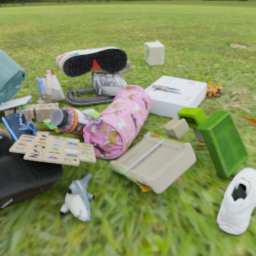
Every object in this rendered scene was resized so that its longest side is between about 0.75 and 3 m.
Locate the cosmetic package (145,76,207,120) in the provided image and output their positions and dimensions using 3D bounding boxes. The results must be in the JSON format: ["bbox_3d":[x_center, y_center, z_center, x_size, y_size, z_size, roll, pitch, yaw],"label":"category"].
[{"bbox_3d":[1.612,-1.127,9.954,1.760,0.603,2.335,17,33,23],"label":"cosmetic package"}]

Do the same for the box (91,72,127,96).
[{"bbox_3d":[-0.737,-1.702,10.769,1.191,0.363,1.504,-1,32,-18],"label":"box"}]

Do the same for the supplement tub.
[{"bbox_3d":[-1.477,-0.153,7.532,0.683,0.683,1.276,22,2,34],"label":"supplement tub"}]

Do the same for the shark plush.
[{"bbox_3d":[-0.962,1.405,5.747,0.570,0.622,1.368,21,9,-5],"label":"shark plush"}]

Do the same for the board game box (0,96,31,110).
[{"bbox_3d":[-3.871,-0.684,9.049,1.359,0.176,1.359,-16,18,-7],"label":"board game box"}]

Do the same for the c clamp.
[{"bbox_3d":[-1.358,-1.314,10.654,2.251,0.305,1.923,-13,36,-29],"label":"c clamp"}]

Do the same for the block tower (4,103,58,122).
[{"bbox_3d":[-2.969,-0.461,8.872,1.656,0.479,0.447,-3,29,-8],"label":"block tower"}]

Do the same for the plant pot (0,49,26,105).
[{"bbox_3d":[-4.364,-1.772,8.652,1.854,1.893,1.893,37,33,-4],"label":"plant pot"}]

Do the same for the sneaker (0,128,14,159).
[{"bbox_3d":[-4.325,0.475,6.553,2.957,1.045,1.445,-13,32,-27],"label":"sneaker"}]

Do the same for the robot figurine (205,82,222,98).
[{"bbox_3d":[3.270,-1.470,10.875,0.760,0.305,1.048,11,31,23],"label":"robot figurine"}]

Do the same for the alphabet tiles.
[{"bbox_3d":[-1.529,0.426,5.949,1.620,0.062,1.947,9,9,-12],"label":"alphabet tiles"}]

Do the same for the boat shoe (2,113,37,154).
[{"bbox_3d":[-2.708,0.074,7.274,0.674,0.826,1.964,-28,49,-23],"label":"boat shoe"}]

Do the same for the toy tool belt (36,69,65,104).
[{"bbox_3d":[-2.995,-1.487,10.141,0.962,0.978,1.566,-24,52,-11],"label":"toy tool belt"}]

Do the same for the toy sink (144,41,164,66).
[{"bbox_3d":[1.308,-3.960,14.765,0.816,0.949,1.456,-5,30,-7],"label":"toy sink"}]

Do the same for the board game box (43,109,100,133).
[{"bbox_3d":[-1.691,-0.225,8.641,1.645,0.247,0.786,-13,27,-29],"label":"board game box"}]

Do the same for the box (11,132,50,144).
[{"bbox_3d":[-2.797,0.338,7.779,1.015,0.108,0.829,2,29,4],"label":"box"}]

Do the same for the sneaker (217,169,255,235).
[{"bbox_3d":[2.301,1.240,5.496,0.648,0.738,1.843,15,31,29],"label":"sneaker"}]

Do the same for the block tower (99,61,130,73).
[{"bbox_3d":[-0.614,-2.774,13.114,1.648,0.445,0.476,-24,38,-38],"label":"block tower"}]

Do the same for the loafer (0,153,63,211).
[{"bbox_3d":[-2.575,1.186,5.033,2.859,1.020,1.043,-4,46,-39],"label":"loafer"}]

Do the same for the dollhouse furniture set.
[{"bbox_3d":[1.147,0.770,6.524,2.618,1.314,1.715,-36,22,-21],"label":"dollhouse furniture set"}]

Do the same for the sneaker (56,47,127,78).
[{"bbox_3d":[-1.445,-2.728,11.064,2.911,1.025,1.361,-17,35,-31],"label":"sneaker"}]

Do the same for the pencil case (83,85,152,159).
[{"bbox_3d":[-0.194,-0.272,7.864,1.144,1.196,2.764,-33,11,32],"label":"pencil case"}]
